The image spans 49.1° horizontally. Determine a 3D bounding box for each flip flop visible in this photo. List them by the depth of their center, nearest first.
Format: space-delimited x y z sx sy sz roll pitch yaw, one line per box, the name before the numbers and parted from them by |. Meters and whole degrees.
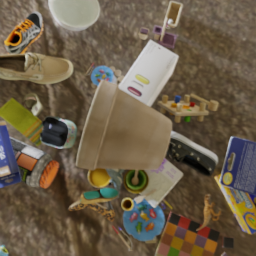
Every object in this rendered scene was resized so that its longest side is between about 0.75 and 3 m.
flip flop | -3.340 -0.825 9.644 1.385 0.399 0.561 44 108 45

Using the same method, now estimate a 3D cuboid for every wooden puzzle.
wooden puzzle | 1.936 3.911 9.173 2.898 0.204 1.719 21 79 7

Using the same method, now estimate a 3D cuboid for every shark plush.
shark plush | -0.493 1.725 9.355 0.578 1.273 0.530 21 32 38

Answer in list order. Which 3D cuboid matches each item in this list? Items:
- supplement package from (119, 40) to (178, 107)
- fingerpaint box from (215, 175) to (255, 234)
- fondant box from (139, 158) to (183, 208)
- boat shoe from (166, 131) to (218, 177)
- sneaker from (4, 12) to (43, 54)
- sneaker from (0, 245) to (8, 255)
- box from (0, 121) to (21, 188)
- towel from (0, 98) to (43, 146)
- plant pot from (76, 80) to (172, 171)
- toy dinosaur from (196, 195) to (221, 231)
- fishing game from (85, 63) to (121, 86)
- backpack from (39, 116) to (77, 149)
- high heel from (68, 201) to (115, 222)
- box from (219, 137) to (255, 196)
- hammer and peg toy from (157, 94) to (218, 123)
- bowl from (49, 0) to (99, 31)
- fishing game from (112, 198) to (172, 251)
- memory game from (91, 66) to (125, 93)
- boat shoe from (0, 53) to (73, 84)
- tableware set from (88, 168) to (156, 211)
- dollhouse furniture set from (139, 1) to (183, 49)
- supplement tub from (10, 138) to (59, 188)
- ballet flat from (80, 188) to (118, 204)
supplement package | 0.658 -1.633 9.661 1.109 1.558 2.000 31 79 6
fingerpaint box | 4.150 2.193 9.296 1.659 0.729 1.988 -24 79 -5
fondant box | 0.971 1.772 9.441 1.057 0.427 1.465 40 79 20
boat shoe | 1.819 0.826 9.433 2.507 0.860 0.710 24 55 3
sneaker | -3.890 -3.562 10.482 0.781 0.771 1.996 25 78 7
sneaker | -4.377 4.065 9.089 0.988 0.393 0.645 21 81 -5
box | -3.896 0.854 8.422 1.131 0.303 1.867 -19 88 28
towel | -3.595 -0.208 9.788 1.833 0.166 0.789 40 62 -5
plant pot | -0.034 0.164 8.401 2.331 2.687 2.687 15 79 -3
toy dinosaur | 2.685 2.903 9.346 0.688 0.391 1.295 12 61 10
fishing game | -0.967 -1.915 10.352 1.214 0.189 0.869 31 77 7
backpack | -2.279 0.181 9.477 1.160 0.873 1.030 15 94 33
high heel | -1.192 2.822 9.313 1.442 0.515 1.028 -19 88 -1
box | 4.168 1.345 8.674 2.623 0.425 1.589 17 85 -3
hammer and peg toy | 2.072 -0.689 9.642 1.827 1.343 0.644 -4 114 -25
bowl | -2.044 -4.330 10.460 1.837 0.826 1.837 5 74 -18
fishing game | 0.504 3.037 9.271 1.975 0.307 1.414 -40 72 -8
memory game | -0.739 -1.701 10.438 1.284 0.082 1.284 0 78 0
boat shoe | -3.413 -2.193 10.015 2.791 0.907 1.007 1 80 -8
tableware set | -0.466 1.473 9.340 1.816 0.414 2.696 -33 69 -2
dollhouse furniture set | 1.314 -4.165 10.300 1.408 1.262 1.777 17 79 3
supplement tub | -3.386 1.187 9.278 1.935 1.186 1.186 24 79 4
ballet flat | -0.941 2.188 8.932 1.324 0.417 0.454 5 41 -36
